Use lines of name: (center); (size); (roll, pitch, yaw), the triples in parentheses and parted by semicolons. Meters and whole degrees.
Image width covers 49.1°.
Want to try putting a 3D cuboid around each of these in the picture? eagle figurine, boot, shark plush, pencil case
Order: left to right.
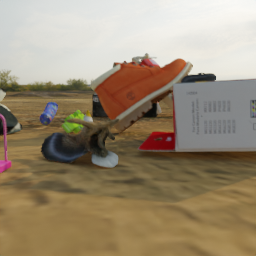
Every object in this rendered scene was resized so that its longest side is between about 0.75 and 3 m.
shark plush: (-3.430, 0.046, 6.258); (0.999, 1.089, 2.397); (-18, 21, 24)
pencil case: (-2.463, -0.479, 8.685); (0.341, 0.380, 0.874); (-15, 34, 17)
eagle figurine: (-0.632, 0.182, 4.180); (0.928, 0.923, 1.223); (38, -39, -14)
boot: (0.420, -1.284, 7.146); (2.863, 1.535, 1.074); (-37, -4, -27)

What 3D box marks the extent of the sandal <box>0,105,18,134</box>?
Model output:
sandal: (-2.622, -0.224, 4.977); (0.973, 0.619, 2.587); (42, 7, -10)

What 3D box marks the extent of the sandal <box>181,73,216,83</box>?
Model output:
sandal: (1.543, -1.081, 6.065); (0.971, 0.208, 0.369); (-4, -33, -33)

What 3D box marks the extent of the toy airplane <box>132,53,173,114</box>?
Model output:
toy airplane: (1.271, -1.895, 11.967); (1.965, 2.784, 2.772); (-39, 18, 1)

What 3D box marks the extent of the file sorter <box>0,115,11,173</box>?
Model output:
file sorter: (-2.011, 0.223, 3.132); (0.840, 0.758, 1.208); (0, 7, 3)

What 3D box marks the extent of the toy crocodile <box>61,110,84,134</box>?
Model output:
toy crocodile: (-1.302, -0.117, 6.897); (0.384, 0.420, 1.244); (-41, 5, 19)

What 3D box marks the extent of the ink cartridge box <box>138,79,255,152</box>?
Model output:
ink cartridge box: (1.431, -0.269, 5.273); (2.258, 1.079, 2.572); (-2, 5, 10)

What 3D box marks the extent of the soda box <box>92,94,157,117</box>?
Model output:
soda box: (-0.127, -0.915, 11.310); (2.564, 0.907, 0.812); (1, 10, 2)
